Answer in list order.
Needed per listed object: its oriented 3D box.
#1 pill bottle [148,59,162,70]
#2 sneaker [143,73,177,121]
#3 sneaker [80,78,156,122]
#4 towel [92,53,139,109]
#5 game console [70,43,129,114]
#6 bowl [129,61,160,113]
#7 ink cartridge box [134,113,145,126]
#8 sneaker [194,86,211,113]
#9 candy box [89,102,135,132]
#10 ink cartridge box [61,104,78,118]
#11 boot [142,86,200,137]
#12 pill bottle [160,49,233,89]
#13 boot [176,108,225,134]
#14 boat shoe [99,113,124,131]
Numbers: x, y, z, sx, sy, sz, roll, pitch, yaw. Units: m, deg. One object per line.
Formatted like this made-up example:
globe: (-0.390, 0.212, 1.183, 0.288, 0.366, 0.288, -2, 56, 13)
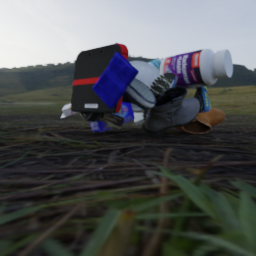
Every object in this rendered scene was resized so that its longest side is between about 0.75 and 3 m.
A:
pill bottle: (1.299, -2.992, 13.457, 0.959, 0.531, 0.531, -33, 23, -34)
sneaker: (1.424, -1.144, 11.296, 1.079, 2.420, 0.950, -8, 45, -33)
sneaker: (-0.473, -0.806, 9.118, 1.076, 2.046, 2.831, 3, 30, -48)
towel: (-0.392, -1.278, 7.544, 0.323, 1.304, 0.963, 7, 35, -52)
game console: (-0.944, -1.481, 8.641, 0.361, 2.057, 2.326, 5, -1, -45)
bowl: (0.413, -1.650, 13.229, 2.730, 2.730, 1.227, 1, 40, 11)
ink cartridge box: (0.888, -0.687, 14.411, 1.207, 0.261, 1.185, -21, 27, 13)
sneaker: (2.955, -1.367, 11.713, 0.700, 1.689, 0.599, -23, -33, 32)
candy box: (-0.902, -1.166, 11.988, 1.915, 2.265, 0.873, -22, 14, -36)
ink cartridge box: (-2.245, -0.740, 11.018, 0.949, 0.320, 0.553, -20, 22, 8)
boot: (1.796, -0.788, 10.005, 2.757, 0.962, 1.815, -29, -26, -28)
pill bottle: (2.644, -2.287, 10.909, 2.518, 1.403, 1.403, -3, 1, 36)
boot: (3.212, -0.223, 11.951, 2.566, 0.945, 1.985, -8, 11, -3)
boat shoe: (-0.929, -0.549, 10.832, 1.729, 0.634, 0.644, 29, 5, -14)
